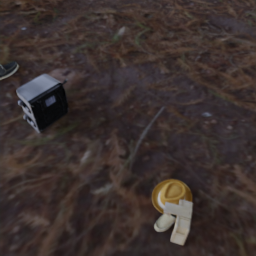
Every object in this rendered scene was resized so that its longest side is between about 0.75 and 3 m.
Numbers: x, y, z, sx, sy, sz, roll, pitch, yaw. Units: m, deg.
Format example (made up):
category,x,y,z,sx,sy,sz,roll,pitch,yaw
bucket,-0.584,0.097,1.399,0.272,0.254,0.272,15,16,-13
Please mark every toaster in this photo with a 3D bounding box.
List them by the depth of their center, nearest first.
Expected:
category,x,y,z,sx,sy,sz,roll,pitch,yaw
toaster,-3.118,-0.981,10.510,1.056,1.609,1.779,34,57,26

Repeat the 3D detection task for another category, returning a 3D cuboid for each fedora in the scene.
category,x,y,z,sx,sy,sz,roll,pitch,yaw
fedora,1.363,2.043,8.566,1.286,0.524,1.286,0,50,0

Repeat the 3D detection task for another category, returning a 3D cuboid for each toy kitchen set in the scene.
category,x,y,z,sx,sy,sz,roll,pitch,yaw
toy kitchen set,1.330,2.607,7.932,0.744,0.823,0.912,14,39,9

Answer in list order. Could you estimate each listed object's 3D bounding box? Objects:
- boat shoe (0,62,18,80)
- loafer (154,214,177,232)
category,x,y,z,sx,sy,sz,roll,pitch,yaw
boat shoe,-5.787,-2.578,12.614,0.643,0.605,1.791,35,56,28
loafer,1.178,2.595,8.080,1.018,0.348,0.385,-31,45,-14
